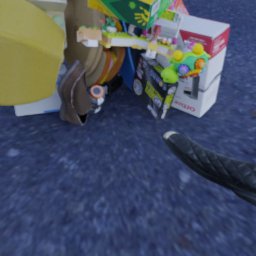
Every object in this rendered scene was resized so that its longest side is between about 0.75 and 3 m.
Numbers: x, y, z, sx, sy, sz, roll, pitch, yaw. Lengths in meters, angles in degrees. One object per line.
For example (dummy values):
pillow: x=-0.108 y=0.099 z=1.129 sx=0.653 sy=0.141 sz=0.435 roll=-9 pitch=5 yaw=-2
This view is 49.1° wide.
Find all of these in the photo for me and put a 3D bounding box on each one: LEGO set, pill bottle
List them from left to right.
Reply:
pill bottle: x=-0.906 y=-0.787 z=7.547 sx=0.498 sy=0.938 sz=0.498 roll=5 pitch=70 yaw=-14
LEGO set: x=0.262 y=-2.219 z=6.285 sx=2.682 sy=0.998 sz=1.234 roll=11 pitch=30 yaw=-7

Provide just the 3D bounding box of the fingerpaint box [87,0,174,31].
fingerpaint box: x=0.191 y=-3.024 z=6.098 sx=1.454 sy=0.639 sz=1.742 roll=26 pitch=56 yaw=12

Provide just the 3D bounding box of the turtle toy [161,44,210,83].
turtle toy: x=0.987 y=-1.067 z=4.847 sx=0.883 sy=0.446 sz=0.643 roll=-16 pitch=-7 yaw=16

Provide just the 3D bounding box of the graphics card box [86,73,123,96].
graphics card box: x=-1.064 y=-1.550 z=8.993 sx=1.597 sy=0.406 sz=1.002 roll=14 pitch=35 yaw=19

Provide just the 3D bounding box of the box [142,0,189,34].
box: x=0.680 y=-2.988 z=9.025 sx=2.530 sy=1.261 sz=1.208 roll=-9 pitch=36 yaw=46

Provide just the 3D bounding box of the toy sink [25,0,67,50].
toy sink: x=-2.377 y=-2.549 z=7.478 sx=1.266 sy=1.088 sz=1.942 roll=-6 pitch=0 yaw=-25

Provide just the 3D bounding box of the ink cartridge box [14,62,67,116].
ink cartridge box: x=-2.647 y=-1.394 z=8.324 sx=1.610 sy=0.929 sz=2.219 roll=-10 pitch=39 yaw=-20

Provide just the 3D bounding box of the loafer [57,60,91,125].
loafer: x=-1.185 y=-0.777 z=6.833 sx=0.766 sy=2.158 sz=0.788 roll=27 pitch=61 yaw=3

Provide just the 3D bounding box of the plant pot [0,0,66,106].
plant pot: x=-2.419 y=-1.616 z=6.049 sx=1.935 sy=1.879 sz=1.892 roll=11 pitch=41 yaw=-19

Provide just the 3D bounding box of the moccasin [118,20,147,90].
moccasin: x=0.236 y=-2.184 z=8.009 sx=0.892 sy=2.615 sz=1.052 roll=-32 pitch=57 yaw=-19

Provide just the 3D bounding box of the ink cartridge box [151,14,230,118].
ink cartridge box: x=1.553 y=-1.669 z=7.594 sx=1.729 sy=2.355 sz=0.976 roll=25 pitch=50 yaw=29

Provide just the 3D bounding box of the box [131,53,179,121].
box: x=0.651 y=-1.099 z=7.409 sx=0.325 sy=1.175 sz=1.467 roll=-14 pitch=51 yaw=-27

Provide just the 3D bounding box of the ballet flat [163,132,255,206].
ballet flat: x=1.355 y=0.506 z=4.269 sx=2.112 sy=0.702 sz=0.600 roll=29 pitch=79 yaw=46

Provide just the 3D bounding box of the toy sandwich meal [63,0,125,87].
toy sandwich meal: x=-0.980 y=-2.514 z=7.634 sx=0.914 sy=2.669 sz=2.669 roll=-4 pitch=35 yaw=-34
